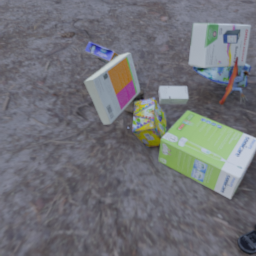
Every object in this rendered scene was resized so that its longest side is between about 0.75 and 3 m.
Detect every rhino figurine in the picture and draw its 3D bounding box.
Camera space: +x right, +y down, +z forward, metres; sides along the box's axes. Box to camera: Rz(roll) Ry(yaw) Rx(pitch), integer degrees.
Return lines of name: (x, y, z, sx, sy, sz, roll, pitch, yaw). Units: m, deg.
rhino figurine: (0.150, -1.019, 10.413, 0.916, 0.626, 2.095, -30, 49, -9)

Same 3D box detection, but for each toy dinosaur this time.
toy dinosaur: (3.108, -1.280, 8.523, 1.150, 0.665, 1.267, -35, 94, -14)

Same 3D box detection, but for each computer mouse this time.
computer mouse: (2.955, 2.702, 6.555, 1.013, 0.267, 0.701, -8, 39, -27)

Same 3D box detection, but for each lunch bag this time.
lunch bag: (3.464, -2.110, 10.439, 1.386, 1.039, 1.630, 2, 12, -42)

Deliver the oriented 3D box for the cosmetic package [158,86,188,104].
cosmetic package: (1.463, -1.060, 9.091, 0.898, 0.364, 0.507, -2, 64, -2)

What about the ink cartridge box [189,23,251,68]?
ink cartridge box: (2.801, -2.517, 8.557, 1.711, 1.243, 0.748, -8, 22, -27)

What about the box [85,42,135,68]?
box: (-0.751, -2.863, 11.567, 1.331, 0.464, 2.235, 28, 8, 27)

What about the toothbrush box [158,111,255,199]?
toothbrush box: (2.321, 0.682, 8.220, 2.329, 1.003, 1.696, 25, 47, 26)

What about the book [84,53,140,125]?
book: (-0.343, -1.176, 8.119, 0.480, 1.336, 1.999, -4, 29, 33)

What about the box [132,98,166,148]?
box: (0.692, -0.140, 8.664, 0.686, 1.125, 1.083, -9, 57, 24)
